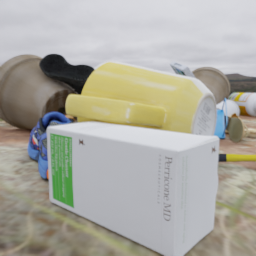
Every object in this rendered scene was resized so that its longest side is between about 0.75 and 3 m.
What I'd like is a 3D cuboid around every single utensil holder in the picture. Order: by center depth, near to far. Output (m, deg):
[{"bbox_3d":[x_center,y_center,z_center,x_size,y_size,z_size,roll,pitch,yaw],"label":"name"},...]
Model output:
[{"bbox_3d":[3.942,-0.569,11.700,1.122,0.954,0.954,-23,22,-40],"label":"utensil holder"}]

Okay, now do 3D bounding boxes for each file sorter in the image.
[{"bbox_3d":[2.349,-0.356,9.054,1.557,1.081,0.956,2,-30,12],"label":"file sorter"}]

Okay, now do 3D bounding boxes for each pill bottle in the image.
[{"bbox_3d":[6.904,-1.330,15.960,1.292,1.292,2.326,-4,9,-22],"label":"pill bottle"}]

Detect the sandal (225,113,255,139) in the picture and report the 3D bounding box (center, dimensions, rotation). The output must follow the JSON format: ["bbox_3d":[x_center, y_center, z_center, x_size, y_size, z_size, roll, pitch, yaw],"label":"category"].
[{"bbox_3d":[3.904,-0.163,10.021,0.854,0.766,2.330,-7,11,-34],"label":"sandal"}]

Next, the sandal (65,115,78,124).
[{"bbox_3d":[-1.925,-0.144,8.665,0.719,0.480,1.759,-17,6,-39],"label":"sandal"}]

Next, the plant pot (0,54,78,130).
[{"bbox_3d":[-3.169,-0.987,10.360,2.510,2.893,2.893,29,25,36],"label":"plant pot"}]

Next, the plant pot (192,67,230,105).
[{"bbox_3d":[4.372,-1.876,16.207,2.848,2.848,2.472,3,25,19],"label":"plant pot"}]

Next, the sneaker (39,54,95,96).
[{"bbox_3d":[-1.655,-1.521,9.526,2.901,0.871,1.513,22,-20,28],"label":"sneaker"}]

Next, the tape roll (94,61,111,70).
[{"bbox_3d":[-0.755,-1.936,13.177,2.330,2.330,0.426,-1,22,-6],"label":"tape roll"}]

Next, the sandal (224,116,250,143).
[{"bbox_3d":[3.588,0.043,9.037,0.632,0.705,1.922,17,14,-5],"label":"sandal"}]

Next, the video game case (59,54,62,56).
[{"bbox_3d":[-3.479,-1.644,12.111,0.288,2.431,2.213,25,48,36],"label":"video game case"}]

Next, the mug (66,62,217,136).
[{"bbox_3d":[0.381,-0.090,5.700,2.286,2.230,2.784,11,36,34],"label":"mug"}]

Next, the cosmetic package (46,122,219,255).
[{"bbox_3d":[-0.051,0.598,3.666,2.206,1.187,0.936,6,10,42],"label":"cosmetic package"}]

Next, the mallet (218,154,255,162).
[{"bbox_3d":[2.161,0.664,5.812,2.776,0.571,0.914,-3,10,12],"label":"mallet"}]

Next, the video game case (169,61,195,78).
[{"bbox_3d":[3.152,-1.818,13.403,0.324,2.941,2.681,-35,17,7],"label":"video game case"}]

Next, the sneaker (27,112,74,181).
[{"bbox_3d":[-1.597,0.211,6.242,1.118,1.164,2.968,-3,9,-28],"label":"sneaker"}]
